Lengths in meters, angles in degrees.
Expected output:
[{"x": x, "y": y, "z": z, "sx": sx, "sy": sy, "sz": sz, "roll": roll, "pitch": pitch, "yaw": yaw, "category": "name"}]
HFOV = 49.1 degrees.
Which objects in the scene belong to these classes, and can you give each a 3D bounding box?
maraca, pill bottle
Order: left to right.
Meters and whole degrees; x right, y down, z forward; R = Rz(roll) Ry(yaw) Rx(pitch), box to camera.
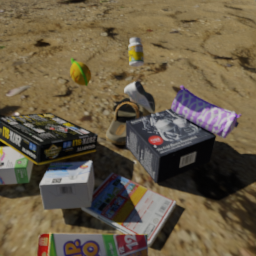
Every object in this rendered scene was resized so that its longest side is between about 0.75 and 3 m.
[{"x": -1.972, "y": -2.248, "z": 11.313, "sx": 0.783, "sy": 1.003, "sz": 1.463, "roll": -25, "pitch": 44, "yaw": -15, "category": "maraca"}, {"x": 0.228, "y": -2.192, "z": 8.110, "sx": 0.427, "sy": 0.757, "sz": 0.427, "roll": -3, "pitch": -1, "yaw": 0, "category": "pill bottle"}]

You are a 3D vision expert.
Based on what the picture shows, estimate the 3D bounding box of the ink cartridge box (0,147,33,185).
[{"x": -3.630, "y": 1.095, "z": 8.223, "sx": 1.478, "sy": 0.621, "sz": 1.070, "roll": -2, "pitch": 32, "yaw": -9, "category": "ink cartridge box"}]

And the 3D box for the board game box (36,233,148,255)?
[{"x": -0.655, "y": 2.612, "z": 5.446, "sx": 2.197, "sy": 0.329, "sz": 1.050, "roll": 7, "pitch": 65, "yaw": -15, "category": "board game box"}]

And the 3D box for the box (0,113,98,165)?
[{"x": -2.638, "y": 0.210, "z": 8.816, "sx": 2.663, "sy": 0.657, "sz": 2.127, "roll": 21, "pitch": 18, "yaw": 35, "category": "box"}]

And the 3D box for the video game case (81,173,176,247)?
[{"x": 0.017, "y": 2.035, "z": 7.340, "sx": 2.049, "sy": 0.179, "sz": 1.465, "roll": 20, "pitch": 40, "yaw": 26, "category": "video game case"}]

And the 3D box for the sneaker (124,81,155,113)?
[{"x": 0.486, "y": -1.125, "z": 10.654, "sx": 0.652, "sy": 1.627, "sz": 0.572, "roll": -15, "pitch": 46, "yaw": 34, "category": "sneaker"}]

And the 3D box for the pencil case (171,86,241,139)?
[{"x": 2.277, "y": -0.456, "z": 8.342, "sx": 1.980, "sy": 0.846, "sz": 0.831, "roll": 29, "pitch": 34, "yaw": 20, "category": "pencil case"}]

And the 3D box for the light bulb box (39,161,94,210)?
[{"x": -1.541, "y": 1.476, "z": 7.369, "sx": 1.194, "sy": 0.752, "sz": 1.205, "roll": -3, "pitch": 20, "yaw": -1, "category": "light bulb box"}]

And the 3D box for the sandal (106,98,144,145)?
[{"x": -0.088, "y": -0.459, "z": 10.392, "sx": 1.159, "sy": 0.779, "sz": 2.886, "roll": 8, "pitch": 34, "yaw": 11, "category": "sandal"}]

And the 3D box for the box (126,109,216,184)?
[{"x": 1.256, "y": 0.436, "z": 8.790, "sx": 2.088, "sy": 1.087, "sz": 1.901, "roll": -17, "pitch": 39, "yaw": -24, "category": "box"}]
